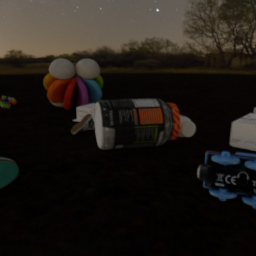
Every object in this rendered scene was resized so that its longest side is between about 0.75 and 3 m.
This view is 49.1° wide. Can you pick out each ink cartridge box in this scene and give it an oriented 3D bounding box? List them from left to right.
[{"bbox_3d":[-1.510,-0.638,11.622,0.902,0.532,1.567,7,16,26],"label":"ink cartridge box"},{"bbox_3d":[3.923,0.110,8.211,1.279,0.723,1.746,11,18,38],"label":"ink cartridge box"}]

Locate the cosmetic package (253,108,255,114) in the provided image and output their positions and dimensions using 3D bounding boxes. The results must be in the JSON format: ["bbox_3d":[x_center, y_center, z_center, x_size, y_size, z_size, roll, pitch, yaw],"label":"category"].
[{"bbox_3d":[5.198,-0.406,10.454,0.643,0.642,0.779,-5,16,-23],"label":"cosmetic package"}]

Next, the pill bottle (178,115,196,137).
[{"bbox_3d":[1.648,-0.077,9.078,0.667,0.667,1.202,-5,14,-20],"label":"pill bottle"}]

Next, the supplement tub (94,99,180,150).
[{"bbox_3d":[0.236,-0.126,7.859,2.225,1.363,1.363,-3,14,-14],"label":"supplement tub"}]

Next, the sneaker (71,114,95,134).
[{"bbox_3d":[-1.504,0.007,9.590,0.337,0.521,0.960,14,50,39],"label":"sneaker"}]

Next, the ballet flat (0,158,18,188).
[{"bbox_3d":[-2.969,0.981,4.967,0.705,0.685,1.981,6,19,32],"label":"ballet flat"}]

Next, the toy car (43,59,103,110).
[{"bbox_3d":[-2.572,-1.868,13.726,2.932,2.566,2.199,-5,49,-21],"label":"toy car"}]

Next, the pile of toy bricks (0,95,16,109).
[{"bbox_3d":[-6.236,-1.183,13.932,0.640,0.719,1.296,44,21,30],"label":"pile of toy bricks"}]

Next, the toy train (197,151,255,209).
[{"bbox_3d":[2.327,0.883,4.960,2.078,0.901,1.187,5,6,27],"label":"toy train"}]
